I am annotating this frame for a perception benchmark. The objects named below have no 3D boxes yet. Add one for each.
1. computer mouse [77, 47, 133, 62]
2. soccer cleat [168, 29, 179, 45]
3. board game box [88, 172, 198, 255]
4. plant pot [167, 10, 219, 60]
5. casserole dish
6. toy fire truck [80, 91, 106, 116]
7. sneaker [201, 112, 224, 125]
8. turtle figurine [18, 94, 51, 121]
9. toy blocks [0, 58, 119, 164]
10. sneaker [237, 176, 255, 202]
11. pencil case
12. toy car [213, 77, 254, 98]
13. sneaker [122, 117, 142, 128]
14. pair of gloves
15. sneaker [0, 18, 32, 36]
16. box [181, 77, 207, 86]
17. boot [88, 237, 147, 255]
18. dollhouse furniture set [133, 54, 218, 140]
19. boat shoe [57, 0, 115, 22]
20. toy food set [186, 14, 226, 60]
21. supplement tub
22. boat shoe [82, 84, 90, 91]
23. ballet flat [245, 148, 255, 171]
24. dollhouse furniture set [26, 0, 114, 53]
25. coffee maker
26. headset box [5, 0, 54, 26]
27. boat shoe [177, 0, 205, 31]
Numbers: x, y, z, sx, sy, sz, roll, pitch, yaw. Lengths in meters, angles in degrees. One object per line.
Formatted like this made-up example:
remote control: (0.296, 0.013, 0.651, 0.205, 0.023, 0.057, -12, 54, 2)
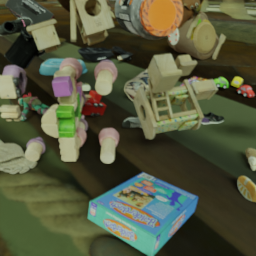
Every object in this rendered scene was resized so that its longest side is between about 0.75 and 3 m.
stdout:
computer mouse: (-1.221, -3.968, 15.711, 2.938, 0.676, 2.063, -15, 36, -35)
soccer cleat: (1.539, -3.447, 9.688, 0.387, 1.118, 0.434, -8, 14, 21)
board game box: (0.367, 1.614, 5.703, 1.464, 0.433, 1.925, 20, 20, 31)
plant pot: (3.944, -5.176, 16.261, 2.636, 2.636, 2.298, -15, 52, -24)
casserole dish: (-3.346, -3.139, 14.357, 2.517, 0.488, 1.525, 3, 30, 7)
toy fire truck: (-1.486, -0.924, 10.113, 1.800, 0.439, 1.269, -2, 34, -46)
sneaker: (2.927, -0.358, 9.627, 0.867, 0.380, 0.328, -8, 31, -14)
turtle figurine: (-3.346, -0.687, 9.868, 1.607, 0.809, 1.203, 16, 33, 15)
toy blocks: (-1.691, -0.675, 7.914, 2.841, 2.655, 2.392, 0, 31, -1)
sneaker: (3.046, 1.518, 6.443, 0.495, 0.427, 1.129, -7, 36, -33)
pencil case: (0.954, -1.884, 11.627, 1.162, 1.011, 2.598, 19, 35, 24)
toy car: (4.413, -1.887, 12.011, 1.639, 0.388, 1.742, 9, 29, -5)
sneaker: (0.288, -0.115, 9.264, 0.918, 0.345, 0.530, -15, 35, -26)
pair of gloves: (-3.983, 1.059, 7.119, 2.223, 0.458, 2.615, 14, 28, 32)
sneaker: (-3.110, -2.857, 7.854, 1.054, 0.373, 0.523, -35, 26, -31)
box: (3.021, -1.808, 12.214, 1.025, 0.293, 1.498, 19, 35, 30)
boot: (0.258, 2.211, 4.182, 2.573, 1.247, 0.961, 24, 52, 35)
dollhouse furniture set: (1.440, -0.711, 6.213, 2.097, 1.854, 1.166, -11, 69, -17)
boat shoe: (-1.312, -4.100, 8.829, 0.932, 0.930, 2.583, -8, -5, 33)
toy food set: (3.139, -3.774, 11.635, 1.942, 1.341, 0.390, 26, -3, -32)
supplement tub: (0.534, -3.235, 7.797, 1.390, 1.390, 2.268, -9, 26, -15)
boat shoe: (-2.101, -1.777, 12.163, 0.903, 0.323, 0.270, 1, 30, -11)
ballet flat: (3.487, 0.994, 7.234, 0.461, 0.498, 1.414, -26, 34, -16)
dollhouse furniture set: (-1.222, -2.094, 5.571, 1.464, 0.920, 1.656, -20, 12, -9)
coffee maker: (-3.032, -2.346, 8.141, 0.780, 1.158, 1.113, 52, 23, 11)
headset box: (-3.058, -3.618, 8.927, 1.281, 0.646, 1.723, 32, 3, -16)
boat shoe: (2.295, -4.659, 10.550, 0.979, 1.036, 2.881, 25, 80, 23)
